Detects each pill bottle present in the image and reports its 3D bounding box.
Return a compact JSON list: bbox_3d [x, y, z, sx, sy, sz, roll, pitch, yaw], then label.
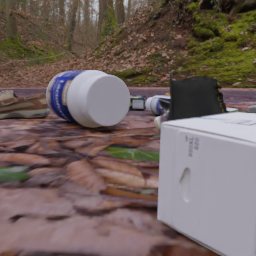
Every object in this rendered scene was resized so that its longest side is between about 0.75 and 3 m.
[{"bbox_3d":[1.282,-0.832,10.616,0.776,0.776,1.398,-6,12,-31],"label":"pill bottle"},{"bbox_3d":[-1.256,-0.899,8.412,1.647,1.647,2.846,-6,11,-33],"label":"pill bottle"}]

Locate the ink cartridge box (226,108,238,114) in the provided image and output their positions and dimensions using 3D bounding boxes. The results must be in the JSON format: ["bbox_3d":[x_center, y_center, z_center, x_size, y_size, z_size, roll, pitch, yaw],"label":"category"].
[{"bbox_3d":[3.624,-0.532,10.189,0.577,0.329,1.111,8,13,38],"label":"ink cartridge box"}]

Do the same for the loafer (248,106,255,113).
[{"bbox_3d":[5.429,-0.756,11.284,0.397,0.398,1.138,-17,18,-36],"label":"loafer"}]

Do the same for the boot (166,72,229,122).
[{"bbox_3d":[1.661,-0.129,4.521,2.173,1.503,0.842,1,10,1],"label":"boot"}]

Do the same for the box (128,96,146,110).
[{"bbox_3d":[-0.114,-1.246,13.558,1.915,0.554,2.410,1,10,5],"label":"box"}]

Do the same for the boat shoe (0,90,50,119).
[{"bbox_3d":[-4.309,-0.869,10.122,2.806,1.007,1.063,-3,11,-19],"label":"boat shoe"}]

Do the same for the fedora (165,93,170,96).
[{"bbox_3d":[2.154,-1.216,12.877,1.843,0.752,1.843,0,9,0],"label":"fedora"}]

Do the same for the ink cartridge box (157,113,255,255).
[{"bbox_3d":[1.105,0.433,2.727,1.374,1.012,0.994,-9,14,-39],"label":"ink cartridge box"}]

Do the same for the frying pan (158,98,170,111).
[{"bbox_3d":[2.019,-0.509,8.398,1.669,0.449,2.760,3,15,-34],"label":"frying pan"}]

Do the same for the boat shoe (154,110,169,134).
[{"bbox_3d":[1.255,-0.250,7.266,0.547,0.607,1.688,-26,-4,33],"label":"boat shoe"}]
